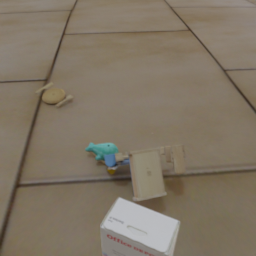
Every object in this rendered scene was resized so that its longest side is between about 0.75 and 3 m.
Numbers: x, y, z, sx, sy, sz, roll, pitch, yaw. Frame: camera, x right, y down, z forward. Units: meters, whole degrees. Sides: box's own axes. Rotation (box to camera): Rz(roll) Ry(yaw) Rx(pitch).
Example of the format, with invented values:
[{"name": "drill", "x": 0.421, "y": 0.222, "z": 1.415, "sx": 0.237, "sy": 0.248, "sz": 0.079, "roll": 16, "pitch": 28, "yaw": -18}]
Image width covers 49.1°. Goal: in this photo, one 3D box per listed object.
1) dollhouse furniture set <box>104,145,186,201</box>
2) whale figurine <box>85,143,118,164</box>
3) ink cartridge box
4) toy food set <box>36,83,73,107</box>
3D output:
[{"name": "dollhouse furniture set", "x": 0.434, "y": 1.227, "z": 7.916, "sx": 1.760, "sy": 1.216, "sz": 1.864, "roll": -6, "pitch": -5, "yaw": -23}, {"name": "whale figurine", "x": -0.814, "y": 0.696, "z": 8.834, "sx": 1.059, "sy": 0.550, "sz": 0.843, "roll": 20, "pitch": 40, "yaw": 14}, {"name": "ink cartridge box", "x": 0.209, "y": 2.444, "z": 5.614, "sx": 1.324, "sy": 1.822, "sz": 0.797, "roll": 16, "pitch": 41, "yaw": 19}, {"name": "toy food set", "x": -3.072, "y": -1.304, "z": 11.718, "sx": 1.465, "sy": 0.294, "sz": 1.011, "roll": 33, "pitch": 56, "yaw": 27}]
